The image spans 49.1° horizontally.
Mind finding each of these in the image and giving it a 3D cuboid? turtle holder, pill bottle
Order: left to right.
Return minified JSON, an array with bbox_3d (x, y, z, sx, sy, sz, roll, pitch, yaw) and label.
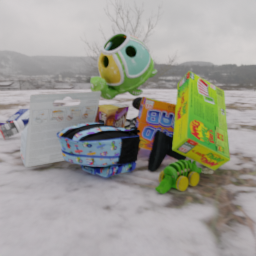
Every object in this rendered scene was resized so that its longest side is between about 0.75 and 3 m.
[{"bbox_3d":[-5.222,0.040,12.538,1.056,0.602,0.602,-27,22,-22],"label":"pill bottle"},{"bbox_3d":[-0.357,-2.220,10.064,2.546,1.808,1.934,-31,48,-1],"label":"turtle holder"}]

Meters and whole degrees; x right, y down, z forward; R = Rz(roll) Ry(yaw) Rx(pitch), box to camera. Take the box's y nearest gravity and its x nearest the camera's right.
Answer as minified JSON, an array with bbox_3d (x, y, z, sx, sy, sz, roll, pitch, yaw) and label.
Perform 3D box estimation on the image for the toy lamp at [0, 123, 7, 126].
[{"bbox_3d":[-6.550,0.100,13.120,2.044,0.595,0.595,-8,14,-39],"label":"toy lamp"}]

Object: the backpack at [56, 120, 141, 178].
[{"bbox_3d":[-0.927,0.593,8.017,1.915,1.411,2.098,12,12,39],"label":"backpack"}]

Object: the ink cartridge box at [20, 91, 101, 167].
[{"bbox_3d":[-2.170,-0.070,8.781,2.186,2.696,0.676,-8,39,-33],"label":"ink cartridge box"}]

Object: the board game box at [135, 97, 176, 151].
[{"bbox_3d":[1.180,-0.109,10.166,1.695,1.694,1.694,13,8,-2],"label":"board game box"}]

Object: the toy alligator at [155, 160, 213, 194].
[{"bbox_3d":[1.589,1.150,7.594,2.412,0.654,0.715,-10,15,-41],"label":"toy alligator"}]

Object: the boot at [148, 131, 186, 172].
[{"bbox_3d":[1.279,0.812,8.707,1.136,1.386,0.513,21,-20,-18],"label":"boot"}]

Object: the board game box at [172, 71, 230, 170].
[{"bbox_3d":[2.201,-0.309,8.463,1.457,0.683,2.869,25,47,-14],"label":"board game box"}]

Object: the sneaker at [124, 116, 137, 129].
[{"bbox_3d":[0.159,-0.359,15.169,1.883,0.696,0.762,-4,10,-22],"label":"sneaker"}]

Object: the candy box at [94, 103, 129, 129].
[{"bbox_3d":[-0.672,-0.270,10.603,0.572,1.181,2.025,18,13,20],"label":"candy box"}]

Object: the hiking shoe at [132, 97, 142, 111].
[{"bbox_3d":[0.862,-0.849,11.416,1.527,0.578,0.769,13,9,-37],"label":"hiking shoe"}]

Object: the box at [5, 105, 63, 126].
[{"bbox_3d":[-5.086,-0.654,15.523,2.777,0.450,1.682,-5,26,12],"label":"box"}]

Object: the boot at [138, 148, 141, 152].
[{"bbox_3d":[-0.118,0.645,10.568,1.174,0.432,0.908,-3,16,2],"label":"boot"}]
